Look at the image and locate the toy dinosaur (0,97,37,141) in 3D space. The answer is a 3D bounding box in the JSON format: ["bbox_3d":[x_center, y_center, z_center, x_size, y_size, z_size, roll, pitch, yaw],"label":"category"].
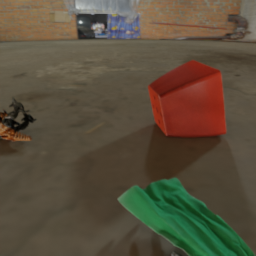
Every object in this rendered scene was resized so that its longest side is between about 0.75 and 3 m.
[{"bbox_3d":[-3.972,-0.069,9.517,2.141,1.094,1.453,36,68,10],"label":"toy dinosaur"}]

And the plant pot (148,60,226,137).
[{"bbox_3d":[1.951,-0.894,10.001,2.006,2.274,2.276,-17,24,-5],"label":"plant pot"}]

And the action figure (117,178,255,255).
[{"bbox_3d":[1.203,1.914,4.862,1.599,0.740,2.708,-14,34,-34],"label":"action figure"}]
